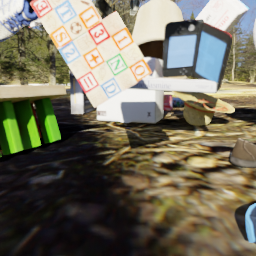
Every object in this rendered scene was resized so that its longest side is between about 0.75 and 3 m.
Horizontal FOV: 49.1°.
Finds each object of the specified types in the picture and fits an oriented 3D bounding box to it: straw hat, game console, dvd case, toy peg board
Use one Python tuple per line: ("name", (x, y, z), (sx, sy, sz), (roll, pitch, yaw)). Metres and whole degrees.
("straw hat", (2.258, -0.526, 8.996), (2.026, 0.857, 2.026), (12, 23, -5))
("game console", (1.683, -1.811, 7.267), (1.432, 1.661, 0.986), (-6, 46, -3))
("dvd case", (0.535, -1.039, 6.450), (2.664, 0.234, 1.900), (3, 12, 7))
("toy peg board", (-2.951, 0.005, 6.013), (2.527, 1.241, 2.538), (-12, 3, 25))

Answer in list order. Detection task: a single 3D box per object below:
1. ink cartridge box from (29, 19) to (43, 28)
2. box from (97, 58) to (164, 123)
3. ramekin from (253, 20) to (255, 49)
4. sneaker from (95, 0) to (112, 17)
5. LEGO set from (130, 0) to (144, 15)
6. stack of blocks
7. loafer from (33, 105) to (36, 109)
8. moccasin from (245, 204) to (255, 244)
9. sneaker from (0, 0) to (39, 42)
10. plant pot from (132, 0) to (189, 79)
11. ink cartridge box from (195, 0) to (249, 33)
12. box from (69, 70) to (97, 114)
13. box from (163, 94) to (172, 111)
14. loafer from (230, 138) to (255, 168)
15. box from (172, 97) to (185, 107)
("ink cartridge box", (-2.642, -3.590, 9.163), (1.164, 0.362, 1.446), (-23, 27, -21))
("box", (0.104, -1.306, 9.747), (2.093, 2.104, 1.375), (3, 11, 17))
("ramekin", (3.994, -2.148, 5.900), (2.314, 2.314, 1.078), (1, -1, 4))
("sneaker", (-0.832, -4.379, 10.061), (0.666, 0.383, 1.277), (38, -3, -13))
("LEGO set", (0.337, -3.255, 5.056), (1.646, 0.718, 2.535), (-5, -23, -36))
("stack of blocks", (-0.454, -1.184, 3.786), (0.903, 1.569, 0.460), (-31, 8, 9))
("loafer", (-5.422, -1.087, 12.390), (2.743, 0.986, 0.862), (6, -5, -1))
("moccasin", (1.840, 0.798, 2.533), (1.611, 0.648, 0.549), (-18, 3, -21))
("sneaker", (-2.824, -3.024, 7.191), (0.908, 2.411, 1.063), (30, 27, -48))
("plant pot", (1.211, -3.493, 11.056), (2.789, 2.553, 2.789), (2, -26, 1))
("ink cartridge box", (2.765, -3.327, 8.912), (0.954, 1.619, 2.812), (42, 36, 4))
("box", (-1.894, -1.646, 12.527), (0.552, 1.807, 2.282), (2, 11, 12))
("box", (1.344, -1.231, 13.269), (1.448, 0.722, 0.691), (4, 11, 16))
("loafer", (2.528, 0.379, 4.845), (1.497, 0.534, 0.546), (-2, 10, -11))
("box", (2.345, -1.372, 14.903), (2.199, 0.414, 1.502), (0, 10, -1))
